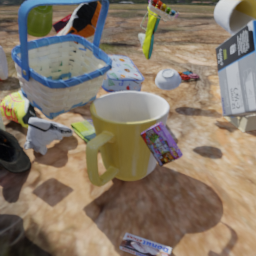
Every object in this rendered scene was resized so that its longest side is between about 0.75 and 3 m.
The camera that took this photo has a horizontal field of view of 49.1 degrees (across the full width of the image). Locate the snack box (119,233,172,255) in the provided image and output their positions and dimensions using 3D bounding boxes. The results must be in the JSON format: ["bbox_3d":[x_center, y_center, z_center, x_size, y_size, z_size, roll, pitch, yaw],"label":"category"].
[{"bbox_3d":[0.333,2.328,5.397,0.949,0.115,0.341,11,31,19],"label":"snack box"}]

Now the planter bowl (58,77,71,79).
[{"bbox_3d":[-2.492,-1.720,11.584,1.601,1.077,1.601,0,30,0],"label":"planter bowl"}]

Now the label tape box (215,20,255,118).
[{"bbox_3d":[2.729,-1.205,6.777,0.834,1.809,2.524,-5,-3,-10],"label":"label tape box"}]

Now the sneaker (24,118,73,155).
[{"bbox_3d":[-2.427,0.299,8.519,0.632,0.967,1.683,21,1,31],"label":"sneaker"}]

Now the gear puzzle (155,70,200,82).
[{"bbox_3d":[2.337,-2.560,13.849,2.302,0.301,1.192,-11,31,-19],"label":"gear puzzle"}]

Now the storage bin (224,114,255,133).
[{"bbox_3d":[4.321,-0.523,9.893,1.401,0.656,1.391,-9,31,-14],"label":"storage bin"}]

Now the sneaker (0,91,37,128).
[{"bbox_3d":[-3.883,-0.566,9.771,1.186,1.026,2.627,-17,25,-19],"label":"sneaker"}]

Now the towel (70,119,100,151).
[{"bbox_3d":[-0.429,-0.108,9.528,2.576,0.293,1.850,-21,36,-32],"label":"towel"}]

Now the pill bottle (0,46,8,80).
[{"bbox_3d":[-7.393,-2.977,13.257,2.904,1.618,1.618,-7,30,-11],"label":"pill bottle"}]

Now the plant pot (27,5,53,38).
[{"bbox_3d":[-2.826,-3.600,8.815,1.086,1.086,1.046,-19,-3,-30],"label":"plant pot"}]

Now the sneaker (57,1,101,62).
[{"bbox_3d":[-2.106,-3.607,10.605,1.355,1.115,2.945,28,81,50],"label":"sneaker"}]

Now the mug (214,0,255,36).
[{"bbox_3d":[2.991,-3.153,7.636,1.258,1.008,1.033,-26,36,-1],"label":"mug"}]

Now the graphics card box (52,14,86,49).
[{"bbox_3d":[-2.353,-3.801,11.539,0.906,1.444,0.367,-27,19,6],"label":"graphics card box"}]

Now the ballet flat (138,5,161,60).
[{"bbox_3d":[0.778,-3.716,10.893,0.700,2.087,0.697,15,5,8],"label":"ballet flat"}]

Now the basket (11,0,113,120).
[{"bbox_3d":[-1.413,-1.563,6.068,1.714,2.465,2.173,41,42,19],"label":"basket"}]

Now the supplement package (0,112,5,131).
[{"bbox_3d":[-5.205,-0.155,8.540,2.223,1.331,1.348,6,30,10],"label":"supplement package"}]

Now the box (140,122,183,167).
[{"bbox_3d":[0.623,0.318,5.314,0.514,0.751,0.147,-33,0,39],"label":"box"}]

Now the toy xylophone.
[{"bbox_3d":[1.194,-4.197,10.069,1.190,0.299,0.871,28,0,-11],"label":"toy xylophone"}]

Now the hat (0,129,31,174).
[{"bbox_3d":[-3.574,0.684,7.493,0.753,1.867,1.867,-44,34,6],"label":"hat"}]

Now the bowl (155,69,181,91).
[{"bbox_3d":[1.192,-1.522,8.402,0.785,0.353,0.785,-5,54,7],"label":"bowl"}]

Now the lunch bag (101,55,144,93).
[{"bbox_3d":[-0.280,-1.777,9.364,1.444,0.681,1.802,-2,42,-24],"label":"lunch bag"}]

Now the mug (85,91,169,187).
[{"bbox_3d":[-0.171,0.335,7.067,2.349,1.928,1.881,-14,32,-23],"label":"mug"}]
